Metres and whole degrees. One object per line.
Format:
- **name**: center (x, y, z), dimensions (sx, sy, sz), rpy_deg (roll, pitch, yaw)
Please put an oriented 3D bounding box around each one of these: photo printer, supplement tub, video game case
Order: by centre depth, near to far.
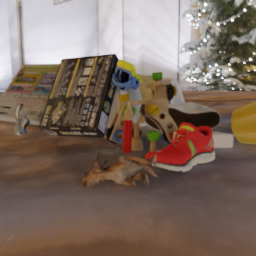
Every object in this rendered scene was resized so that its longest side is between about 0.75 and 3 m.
- **supplement tub**: center (0.169, -0.962, 10.216), dimensions (1.934, 1.934, 2.674), rpy_deg (9, 13, 43)
- **video game case**: center (-3.468, -1.330, 10.436), dimensions (2.927, 2.665, 0.323), rpy_deg (6, -30, 28)
- **photo printer**: center (1.481, -1.316, 12.184), dimensions (0.725, 1.736, 2.086), rpy_deg (-32, 21, -22)

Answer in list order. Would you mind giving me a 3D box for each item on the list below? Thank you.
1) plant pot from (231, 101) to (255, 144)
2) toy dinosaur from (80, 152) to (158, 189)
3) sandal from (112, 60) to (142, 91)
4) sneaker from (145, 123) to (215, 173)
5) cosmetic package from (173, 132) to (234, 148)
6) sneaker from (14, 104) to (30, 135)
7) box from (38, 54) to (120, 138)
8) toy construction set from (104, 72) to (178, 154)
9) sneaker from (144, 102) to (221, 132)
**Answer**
- **plant pot**: center (3.599, -0.150, 7.362), dimensions (1.515, 1.515, 1.426), rpy_deg (-10, -2, -45)
- **toy dinosaur**: center (-0.103, 0.690, 4.827), dimensions (1.311, 0.563, 0.888), rpy_deg (-1, 1, -40)
- **sandal**: center (-0.070, -1.404, 8.209), dimensions (0.647, 0.709, 1.628), rpy_deg (27, -1, 19)
- **sneaker**: center (1.064, 0.340, 5.715), dimensions (0.802, 0.885, 2.083), rpy_deg (9, 13, 42)
- **cosmetic package**: center (1.924, 0.309, 7.172), dimensions (1.468, 0.372, 0.606), rpy_deg (1, 4, -24)
- **sneaker**: center (-3.330, -0.258, 8.926), dimensions (0.431, 1.013, 0.390), rpy_deg (1, -9, -1)
- **box**: center (-1.472, -1.020, 8.727), dimensions (2.111, 2.619, 0.643), rpy_deg (1, -24, 24)
- **toy construction set**: center (0.360, -0.501, 7.177), dimensions (2.104, 1.938, 2.522), rpy_deg (3, 7, 10)
- **sneaker**: center (1.669, -0.379, 9.214), dimensions (2.452, 0.893, 1.038), rpy_deg (3, 22, -7)
